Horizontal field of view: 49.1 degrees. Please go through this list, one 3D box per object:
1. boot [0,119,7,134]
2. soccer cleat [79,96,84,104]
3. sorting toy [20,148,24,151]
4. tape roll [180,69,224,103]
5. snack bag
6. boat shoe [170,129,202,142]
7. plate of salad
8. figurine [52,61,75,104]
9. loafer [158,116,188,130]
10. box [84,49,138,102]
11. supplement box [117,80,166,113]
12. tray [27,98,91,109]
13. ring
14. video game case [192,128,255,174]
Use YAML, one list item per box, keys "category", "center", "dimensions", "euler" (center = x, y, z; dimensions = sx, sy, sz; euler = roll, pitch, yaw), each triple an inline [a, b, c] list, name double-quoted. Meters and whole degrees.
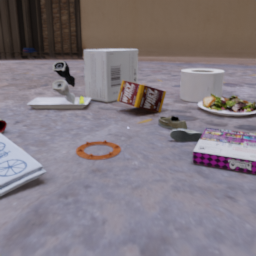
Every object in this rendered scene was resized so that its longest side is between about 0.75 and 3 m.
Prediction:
- category: "boot"
  center: [-5.534, -0.044, 9.878]
  dimensions: [1.524, 0.728, 2.018]
  euler: [13, 23, 29]
- category: "soccer cleat"
  center: [-2.365, -1.412, 14.141]
  dimensions: [0.291, 0.377, 0.900]
  euler: [-7, 18, -7]
- category: "sorting toy"
  center: [-3.605, 0.898, 7.679]
  dimensions: [1.561, 0.285, 1.445]
  euler: [-8, 20, -25]
- category: "tape roll"
  center: [4.074, -2.390, 15.589]
  dimensions: [2.324, 1.596, 2.324]
  euler: [0, 18, 0]
- category: "snack bag"
  center: [-3.917, 1.096, 6.698]
  dimensions: [2.942, 0.315, 2.774]
  euler: [-24, 34, -38]
- category: "boat shoe"
  center: [1.956, 0.246, 9.513]
  dimensions: [1.150, 0.424, 0.369]
  euler: [2, 12, -7]
- category: "plate of salad"
  center: [4.804, -1.160, 13.308]
  dimensions: [2.898, 0.696, 2.898]
  euler: [0, 17, 0]
- category: "figurine"
  center: [-2.984, -2.110, 13.624]
  dimensions: [0.720, 1.673, 1.633]
  euler: [-9, -22, 11]
- category: "loafer"
  center: [1.730, -0.234, 10.728]
  dimensions: [0.574, 0.532, 1.527]
  euler: [-12, 21, -32]
- category: "box"
  center: [-0.907, -3.019, 15.715]
  dimensions: [1.774, 2.701, 2.715]
  euler: [14, 23, 37]
- category: "supplement box"
  center: [0.611, -1.463, 13.005]
  dimensions: [1.540, 1.023, 1.519]
  euler: [9, 9, -38]
- category: "tray"
  center: [-3.398, -1.227, 14.104]
  dimensions: [2.904, 0.322, 1.559]
  euler: [0, 17, 1]
- category: "ring"
  center: [-0.922, 0.648, 8.695]
  dimensions: [1.403, 0.135, 1.403]
  euler: [0, 17, 0]
- category: "video game case"
  center: [3.353, 0.638, 8.183]
  dimensions: [2.534, 0.454, 2.297]
  euler: [8, 20, 22]
